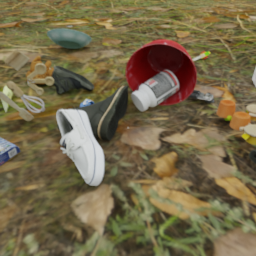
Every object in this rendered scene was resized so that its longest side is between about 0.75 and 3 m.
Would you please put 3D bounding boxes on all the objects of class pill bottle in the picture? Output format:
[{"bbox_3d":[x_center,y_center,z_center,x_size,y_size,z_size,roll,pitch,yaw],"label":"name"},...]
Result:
[{"bbox_3d":[1.017,-1.399,10.662,1.690,0.979,0.979,-34,46,-15],"label":"pill bottle"}]

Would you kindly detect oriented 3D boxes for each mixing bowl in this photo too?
[{"bbox_3d":[1.312,-2.305,10.619,2.630,2.630,1.424,8,46,10],"label":"mixing bowl"}]

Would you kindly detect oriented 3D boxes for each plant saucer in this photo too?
[{"bbox_3d":[-3.165,-4.680,15.075,2.377,0.458,2.377,4,-1,0],"label":"plant saucer"}]

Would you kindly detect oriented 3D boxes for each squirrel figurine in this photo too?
[{"bbox_3d":[-3.708,-2.295,12.337,1.324,1.004,1.418,26,54,15],"label":"squirrel figurine"}]

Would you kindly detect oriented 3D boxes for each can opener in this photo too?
[{"bbox_3d":[2.771,-1.250,11.317,1.407,0.470,0.375,17,53,38],"label":"can opener"}]

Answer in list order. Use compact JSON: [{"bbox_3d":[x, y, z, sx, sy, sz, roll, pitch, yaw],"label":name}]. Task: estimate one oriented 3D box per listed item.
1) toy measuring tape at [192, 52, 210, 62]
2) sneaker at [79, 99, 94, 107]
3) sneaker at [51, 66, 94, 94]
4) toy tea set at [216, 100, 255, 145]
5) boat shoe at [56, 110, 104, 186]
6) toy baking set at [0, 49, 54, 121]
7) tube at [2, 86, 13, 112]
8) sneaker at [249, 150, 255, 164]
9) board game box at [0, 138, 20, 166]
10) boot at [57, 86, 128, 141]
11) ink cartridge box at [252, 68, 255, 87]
[{"bbox_3d":[3.767,-3.679,14.574,1.092,0.402,0.402,-26,41,-4],"label":"toy measuring tape"},{"bbox_3d":[-1.606,-0.823,10.727,0.349,0.314,0.848,14,40,14],"label":"sneaker"},{"bbox_3d":[-2.384,-1.794,11.777,1.796,1.029,0.687,20,26,-18],"label":"sneaker"},{"bbox_3d":[3.999,0.010,9.130,1.687,1.050,2.837,-4,28,-7],"label":"toy tea set"},{"bbox_3d":[-1.502,0.499,8.057,0.918,1.033,2.808,9,34,-34],"label":"boat shoe"},{"bbox_3d":[-3.603,-1.287,9.225,1.989,2.591,0.301,17,34,-21],"label":"toy baking set"},{"bbox_3d":[-4.813,-1.211,11.098,0.393,0.440,1.515,-43,32,13],"label":"tube"},{"bbox_3d":[4.088,1.104,7.973,0.709,0.473,1.237,-6,48,-33],"label":"sneaker"},{"bbox_3d":[-4.513,0.716,8.481,1.665,0.514,1.666,21,41,26],"label":"board game box"},{"bbox_3d":[-1.150,-0.754,10.080,1.889,1.058,2.731,7,37,16],"label":"boot"},{"bbox_3d":[6.083,-2.243,12.271,0.975,0.718,0.705,5,37,6],"label":"ink cartridge box"}]
